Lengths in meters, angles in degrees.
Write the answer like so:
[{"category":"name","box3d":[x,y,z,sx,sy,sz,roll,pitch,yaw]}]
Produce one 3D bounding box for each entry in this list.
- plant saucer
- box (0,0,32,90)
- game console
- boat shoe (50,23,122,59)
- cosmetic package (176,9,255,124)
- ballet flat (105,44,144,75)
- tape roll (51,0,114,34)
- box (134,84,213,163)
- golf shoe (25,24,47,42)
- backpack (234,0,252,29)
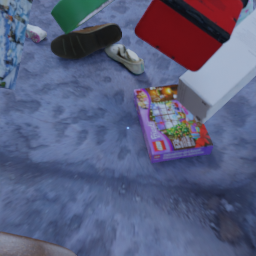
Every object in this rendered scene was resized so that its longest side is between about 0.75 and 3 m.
[{"category":"plant saucer","box3d":[-1.467,1.355,2.818,2.453,2.453,0.449,4,60,3]},{"category":"box","box3d":[-2.641,-2.185,4.883,0.543,1.864,2.723,13,91,28]},{"category":"game console","box3d":[0.749,-1.372,3.493,1.018,0.604,0.877,29,75,-13]},{"category":"boat shoe","box3d":[-1.355,-2.862,9.229,2.326,0.837,0.791,-12,27,-4]},{"category":"cosmetic package","box3d":[1.911,-1.113,5.317,2.017,1.138,0.818,-40,74,-7]},{"category":"ballet flat","box3d":[-0.094,-2.340,8.880,0.589,0.545,1.747,-36,60,-25]},{"category":"tape roll","box3d":[-0.512,-2.439,5.062,1.880,0.452,1.880,-32,20,13]},{"category":"box","box3d":[1.082,-0.202,7.261,1.496,0.428,2.187,-9,52,-7]},{"category":"golf shoe","box3d":[-3.365,-3.399,9.845,1.154,0.435,0.528,35,50,17]},{"category":"backpack","box3d":[2.354,-2.780,6.504,1.241,0.941,1.487,-15,47,25]}]
